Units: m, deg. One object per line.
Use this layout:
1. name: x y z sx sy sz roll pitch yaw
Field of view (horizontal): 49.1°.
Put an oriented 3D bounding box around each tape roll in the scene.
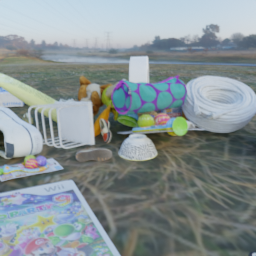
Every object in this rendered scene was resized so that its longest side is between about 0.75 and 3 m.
1. tape roll: 0.415 -1.662 10.050 0.610 1.744 1.744 -1 16 6

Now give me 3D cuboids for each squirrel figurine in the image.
1. squirrel figurine: -1.439 -0.689 9.868 1.218 1.722 1.607 20 51 -4

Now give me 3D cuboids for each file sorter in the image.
1. file sorter: -1.857 -0.097 7.680 1.657 1.150 1.032 6 13 45

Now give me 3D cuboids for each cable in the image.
1. cable: 2.949 -0.829 9.147 2.387 0.826 2.387 -4 39 -7

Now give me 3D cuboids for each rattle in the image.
1. rattle: 0.311 -0.205 9.464 2.725 1.774 1.946 32 43 -28

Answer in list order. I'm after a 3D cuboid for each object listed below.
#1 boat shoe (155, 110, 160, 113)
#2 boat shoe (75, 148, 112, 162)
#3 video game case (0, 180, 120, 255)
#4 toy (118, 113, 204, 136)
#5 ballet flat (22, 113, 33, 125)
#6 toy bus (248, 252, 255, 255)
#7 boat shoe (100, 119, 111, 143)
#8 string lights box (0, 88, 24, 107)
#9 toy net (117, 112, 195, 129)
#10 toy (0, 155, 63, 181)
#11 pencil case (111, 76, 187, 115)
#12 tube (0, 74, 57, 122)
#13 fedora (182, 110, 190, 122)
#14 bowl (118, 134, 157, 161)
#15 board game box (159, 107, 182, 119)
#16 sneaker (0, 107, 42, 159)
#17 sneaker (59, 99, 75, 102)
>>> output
1. boat shoe: 1.103 -0.615 10.852 0.512 0.569 1.581 25 -6 -3
2. boat shoe: -0.863 0.643 7.081 0.913 0.346 0.328 0 15 -5
3. video game case: -1.403 1.609 3.904 2.067 0.260 2.887 -8 18 -25
4. toy: 0.806 -0.116 8.034 1.470 0.603 2.553 -2 2 -23
5. ballet flat: -3.778 -0.377 10.547 0.362 0.362 1.024 -8 18 -25
6. toy bus: 1.934 1.724 3.310 1.163 0.379 0.455 -3 18 -10
7. boat shoe: -0.693 0.084 8.280 0.288 0.808 0.253 -34 -42 31
8. string lights box: -5.799 -1.574 13.958 1.211 0.695 2.357 -4 17 -15
9. toy net: 0.905 -0.074 9.141 2.443 0.472 1.281 13 -19 16
10. toy: -2.283 0.834 6.449 1.352 0.319 0.779 -11 20 -32
11. pencil case: 0.661 -0.971 8.169 2.169 1.002 0.923 -9 0 -32
12. tube: -3.287 -1.025 9.685 2.681 0.696 0.778 33 -28 -26
13. fedora: 2.497 -0.712 10.751 2.108 0.860 2.108 -2 15 0
14. bowl: 0.251 0.454 7.448 1.039 0.487 1.039 -1 16 0
15. board game box: 1.449 -0.457 9.644 0.990 0.990 0.305 -6 18 -19
16. sneaker: -3.580 0.052 7.675 2.963 1.082 1.049 15 14 39
17. sneaker: -2.494 -1.026 12.455 1.416 0.501 0.517 5 17 18
